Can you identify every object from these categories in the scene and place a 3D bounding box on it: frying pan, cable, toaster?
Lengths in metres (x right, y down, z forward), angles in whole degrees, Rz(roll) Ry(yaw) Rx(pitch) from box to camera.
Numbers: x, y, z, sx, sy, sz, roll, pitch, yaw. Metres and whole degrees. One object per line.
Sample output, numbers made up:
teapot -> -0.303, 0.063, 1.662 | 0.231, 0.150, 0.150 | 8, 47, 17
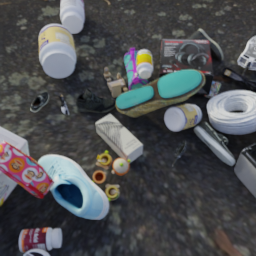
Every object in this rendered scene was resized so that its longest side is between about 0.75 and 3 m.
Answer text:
frying pan -> 1.520, 0.732, 8.137 | 0.147, 0.545, 0.901 | 30, 40, -12
cable -> 3.455, -0.528, 8.900 | 1.803, 0.624, 1.803 | -27, 37, -11
toaster -> 4.169, 1.190, 7.545 | 1.734, 1.138, 1.918 | -23, 55, -17

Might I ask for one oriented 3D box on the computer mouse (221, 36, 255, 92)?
computer mouse -> 4.828, -2.548, 10.863 | 1.520, 0.608, 2.772 | 28, 63, 26

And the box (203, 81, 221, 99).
box -> 3.070, -1.377, 10.200 | 0.431, 0.136, 0.783 | 19, 55, 15

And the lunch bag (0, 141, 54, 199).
lunch bag -> -2.272, 0.944, 6.115 | 1.385, 1.220, 0.567 | 38, 70, 1

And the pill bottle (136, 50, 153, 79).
pill bottle -> 0.564, -2.163, 9.590 | 0.548, 0.548, 1.004 | 0, 53, 0

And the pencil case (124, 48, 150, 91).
pencil case -> 0.298, -2.051, 10.274 | 0.776, 0.843, 1.824 | -13, 50, 5

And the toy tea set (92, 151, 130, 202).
toy tea set -> -0.564, 1.396, 7.570 | 0.952, 0.592, 1.600 | 17, 67, 2

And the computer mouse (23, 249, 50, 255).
computer mouse -> -2.370, 3.828, 5.899 | 1.334, 0.534, 2.432 | 20, 60, 20

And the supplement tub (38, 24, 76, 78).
supplement tub -> -2.665, -2.876, 10.538 | 1.331, 1.331, 1.830 | -10, 50, -8

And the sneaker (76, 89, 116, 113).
sneaker -> -1.090, -0.905, 9.438 | 1.347, 0.772, 0.515 | 2, 54, -2

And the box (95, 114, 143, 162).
box -> -0.292, 0.324, 8.600 | 0.648, 0.539, 1.577 | -35, 59, -24

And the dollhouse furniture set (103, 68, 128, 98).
dollhouse furniture set -> -0.457, -1.733, 10.190 | 0.618, 0.528, 1.193 | -15, 51, -11

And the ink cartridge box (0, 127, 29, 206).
ink cartridge box -> -3.866, 1.183, 7.012 | 1.687, 1.658, 2.292 | 28, 55, 2

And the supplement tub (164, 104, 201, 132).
supplement tub -> 1.743, -0.339, 8.830 | 1.054, 0.767, 0.767 | -14, 50, -40

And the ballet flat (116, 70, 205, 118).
ballet flat -> 1.022, -1.010, 8.797 | 2.910, 1.029, 1.029 | -17, 48, 22

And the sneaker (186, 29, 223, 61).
sneaker -> 3.063, -3.176, 11.422 | 0.897, 0.632, 1.689 | -34, 66, 0

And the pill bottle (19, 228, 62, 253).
pill bottle -> -2.099, 2.693, 6.755 | 0.911, 0.520, 0.520 | -4, 52, -3

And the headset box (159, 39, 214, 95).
headset box -> 2.078, -2.362, 10.347 | 1.815, 0.942, 2.440 | 4, 49, 6

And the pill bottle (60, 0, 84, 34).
pill bottle -> -2.501, -5.139, 12.561 | 1.061, 1.061, 1.872 | -6, 53, -5

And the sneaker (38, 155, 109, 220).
sneaker -> -1.615, 1.340, 7.083 | 2.562, 1.050, 0.947 | 27, 84, 32

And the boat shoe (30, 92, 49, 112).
boat shoe -> -3.005, -0.943, 9.601 | 0.341, 0.321, 0.950 | 23, 49, 5

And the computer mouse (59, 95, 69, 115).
computer mouse -> -2.074, -0.665, 9.004 | 0.192, 0.873, 0.479 | -19, 64, -10

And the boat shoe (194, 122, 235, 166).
boat shoe -> 2.686, 0.420, 8.422 | 0.521, 0.579, 1.637 | -36, 56, -3
